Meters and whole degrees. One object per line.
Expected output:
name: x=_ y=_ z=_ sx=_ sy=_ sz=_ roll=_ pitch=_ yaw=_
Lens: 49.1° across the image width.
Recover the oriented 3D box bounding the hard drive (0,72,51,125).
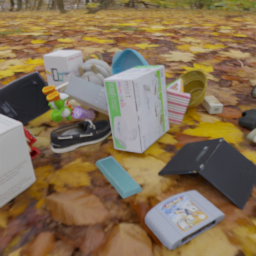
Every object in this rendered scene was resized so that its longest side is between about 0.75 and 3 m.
hard drive: x=-4.034 y=-1.033 z=10.644 sx=2.446 sy=1.650 sz=0.518 roll=-27 pitch=32 yaw=8

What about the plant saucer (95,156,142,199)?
plant saucer: x=-0.333 y=1.433 z=8.597 sx=0.657 sy=0.178 sz=1.879 roll=-16 pitch=32 yaw=-26

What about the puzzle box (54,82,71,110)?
puzzle box: x=-2.910 y=-1.523 z=12.937 sx=0.193 sy=1.010 sz=1.518 roll=12 pitch=32 yaw=26

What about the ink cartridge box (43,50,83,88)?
ink cartridge box: x=-3.182 y=-2.847 z=14.230 sx=1.403 sy=1.922 sz=1.410 roll=9 pitch=28 yaw=23

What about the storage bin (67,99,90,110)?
storage bin: x=-2.296 y=-1.023 z=12.678 sx=0.878 sy=0.414 sz=0.884 roll=15 pitch=33 yaw=25

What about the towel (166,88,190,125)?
towel: x=1.731 y=-0.803 z=10.738 sx=0.973 sy=1.330 sz=0.199 roll=16 pitch=31 yaw=2

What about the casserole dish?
casserole dish: x=0.449 y=-2.148 z=12.367 sx=0.576 sy=1.798 sz=2.968 roll=-32 pitch=84 yaw=-45

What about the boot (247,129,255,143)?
boot: x=5.308 y=0.367 z=10.027 sx=1.723 sy=0.621 sz=1.332 roll=-16 pitch=33 yaw=-24

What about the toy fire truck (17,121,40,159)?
toy fire truck: x=-3.488 y=0.376 z=9.437 sx=0.327 sy=1.343 sz=0.947 roll=-41 pitch=10 yaw=2

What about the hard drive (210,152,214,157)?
hard drive: x=2.991 y=0.859 z=9.549 sx=1.188 sy=0.225 sz=0.830 roll=5 pitch=30 yaw=7

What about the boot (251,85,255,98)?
boot: x=7.310 y=-1.598 z=13.383 sx=2.374 sy=0.804 sz=1.551 roll=-6 pitch=36 yaw=-7

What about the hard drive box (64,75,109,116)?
hard drive box: x=-1.248 y=-1.164 z=11.184 sx=2.063 sy=0.792 sz=1.607 roll=22 pitch=-5 yaw=14

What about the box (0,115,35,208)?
box: x=-4.331 y=0.904 z=7.447 sx=2.430 sy=2.092 sz=2.442 roll=19 pitch=38 yaw=28

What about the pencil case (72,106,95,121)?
pencil case: x=-1.767 y=-0.555 z=11.289 sx=0.499 sy=0.509 sz=1.190 roll=27 pitch=7 yaw=19

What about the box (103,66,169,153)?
box: x=0.412 y=-0.723 z=9.777 sx=1.208 sy=2.498 sz=2.204 roll=7 pitch=26 yaw=33

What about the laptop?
laptop: x=2.554 y=1.359 z=8.783 sx=2.282 sy=1.323 sz=2.137 roll=-13 pitch=15 yaw=42

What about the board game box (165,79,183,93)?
board game box: x=1.927 y=-1.377 z=12.414 sx=1.087 sy=0.341 sz=2.276 roll=-27 pitch=29 yaw=29

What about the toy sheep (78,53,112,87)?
toy sheep: x=-1.648 y=-2.508 z=13.802 sx=1.903 sy=1.903 sz=2.760 roll=6 pitch=41 yaw=11

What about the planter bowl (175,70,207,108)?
planter bowl: x=2.881 y=-1.574 z=12.780 sx=0.851 sy=2.044 sz=2.044 roll=34 pitch=9 yaw=-36

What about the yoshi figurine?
yoshi figurine: x=-2.548 y=-0.697 z=9.878 sx=0.879 sy=1.571 sz=0.883 roll=9 pitch=59 yaw=20

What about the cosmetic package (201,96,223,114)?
cosmetic package: x=3.804 y=-1.070 z=12.766 sx=0.585 sy=0.395 sz=1.112 roll=-4 pitch=30 yaw=-8

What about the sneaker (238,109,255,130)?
sneaker: x=5.231 y=-0.543 z=11.558 sx=0.901 sy=0.753 sz=1.984 roll=18 pitch=31 yaw=41

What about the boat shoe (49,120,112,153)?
boat shoe: x=-1.659 y=0.121 z=10.251 sx=2.516 sy=0.759 sz=0.929 roll=-18 pitch=38 yaw=-28

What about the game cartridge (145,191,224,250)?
game cartridge: x=1.374 y=2.221 z=7.057 sx=1.775 sy=0.369 sz=1.182 roll=-17 pitch=38 yaw=-28
